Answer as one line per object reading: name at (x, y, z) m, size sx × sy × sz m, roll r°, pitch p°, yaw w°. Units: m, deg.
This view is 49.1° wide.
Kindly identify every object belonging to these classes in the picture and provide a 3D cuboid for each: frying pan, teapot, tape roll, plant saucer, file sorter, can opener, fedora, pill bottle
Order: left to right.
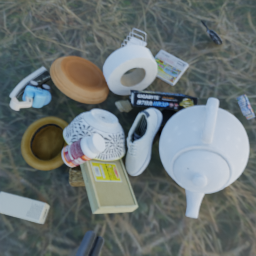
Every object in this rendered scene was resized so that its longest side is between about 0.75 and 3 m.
fedora at (-2.607, 0.556, 9.297) m, size 1.815 × 0.740 × 1.815 m, roll 2°, pitch 71°, yaw -5°
can opener at (-1.469, 4.056, 7.642) m, size 0.645 × 0.809 × 2.418 m, roll 41°, pitch 49°, yaw -19°
plant saucer at (-1.637, -1.802, 9.985) m, size 2.228 × 0.417 × 2.228 m, roll 22°, pitch 41°, yaw -21°
pill bottle at (-1.198, 0.602, 7.548) m, size 1.115 × 0.611 × 0.611 m, roll -26°, pitch 62°, yaw 27°
tape roll at (0.081, -1.998, 9.890) m, size 1.860 × 1.860 × 0.651 m, roll -18°, pitch 59°, yaw -8°
file sorter at (0.225, -3.396, 11.311) m, size 0.682 × 0.612 × 0.984 m, roll 27°, pitch 68°, yaw 13°
teapot at (2.082, 0.806, 7.907) m, size 2.781 × 2.745 × 2.031 m, roll 47°, pitch 34°, yaw -14°
frying pan at (3.382, -3.854, 11.371) m, size 0.208 × 0.775 × 1.281 m, roll -43°, pitch 100°, yaw 11°

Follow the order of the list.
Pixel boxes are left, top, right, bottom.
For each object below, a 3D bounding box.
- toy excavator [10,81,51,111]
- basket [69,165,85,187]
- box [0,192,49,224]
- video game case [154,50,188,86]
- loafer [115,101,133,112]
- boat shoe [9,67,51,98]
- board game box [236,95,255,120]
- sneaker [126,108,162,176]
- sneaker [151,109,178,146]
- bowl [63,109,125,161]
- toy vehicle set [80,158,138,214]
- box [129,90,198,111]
toy excavator at (-3.201, -0.963, 9.291) m, size 1.319 × 0.678 × 1.357 m, roll 13°, pitch 30°, yaw -31°
basket at (-1.364, 1.437, 8.935) m, size 1.000 × 0.714 × 0.745 m, roll 1°, pitch 65°, yaw 0°
box at (-3.237, 2.447, 8.549) m, size 1.484 × 0.508 × 0.610 m, roll 14°, pitch 66°, yaw 6°
video game case at (1.539, -2.390, 11.089) m, size 1.291 × 0.148 × 1.175 m, roll 33°, pitch 69°, yaw 13°
loafer at (-0.123, -0.784, 9.740) m, size 0.360 × 1.053 × 0.399 m, roll -34°, pitch 80°, yaw 17°
boat shoe at (-3.468, -1.546, 10.155) m, size 0.581 × 0.645 × 1.825 m, roll 46°, pitch 52°, yaw -11°
board game box at (4.075, -0.703, 9.691) m, size 0.268 × 0.867 × 0.867 m, roll -25°, pitch 87°, yaw 28°
sneaker at (0.281, 0.457, 8.697) m, size 0.843 × 0.817 × 2.308 m, roll 29°, pitch 110°, yaw 37°
sneaker at (1.188, -0.009, 9.451) m, size 0.921 × 0.649 × 1.735 m, roll 13°, pitch 58°, yaw 43°
bowl at (-0.912, 0.039, 8.830) m, size 2.066 × 0.970 × 2.066 m, roll 19°, pitch 24°, yaw -8°
toy vehicle set at (-0.686, 1.394, 8.476) m, size 1.471 × 0.314 × 2.368 m, roll 13°, pitch 43°, yaw -41°
box at (1.123, -0.942, 9.480) m, size 2.078 × 1.652 × 0.478 m, roll 5°, pitch 100°, yaw -4°
